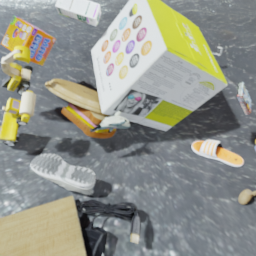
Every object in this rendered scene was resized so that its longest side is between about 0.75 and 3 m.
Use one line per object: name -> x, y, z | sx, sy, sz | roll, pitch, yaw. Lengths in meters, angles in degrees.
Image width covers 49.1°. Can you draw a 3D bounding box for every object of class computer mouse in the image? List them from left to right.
computer mouse -> -0.634, 2.812, 6.467 | 1.838, 0.602, 2.617 | -5, 33, 17

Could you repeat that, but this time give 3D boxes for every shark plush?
shark plush -> -0.475, -0.025, 7.776 | 1.128, 0.470, 0.513 | -24, 46, -22

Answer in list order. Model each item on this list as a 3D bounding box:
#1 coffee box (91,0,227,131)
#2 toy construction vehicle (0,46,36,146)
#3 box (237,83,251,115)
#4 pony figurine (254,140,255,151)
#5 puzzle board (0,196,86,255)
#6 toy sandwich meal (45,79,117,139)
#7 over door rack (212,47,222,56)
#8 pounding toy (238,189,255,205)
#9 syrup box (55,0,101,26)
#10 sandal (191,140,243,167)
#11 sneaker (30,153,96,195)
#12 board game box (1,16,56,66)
coffee box -> 0.837, -1.940, 8.776 | 2.763, 2.732, 2.759 | 16, 47, -37
toy construction vehicle -> -3.458, -0.845, 8.281 | 0.950, 2.697, 2.348 | 12, 70, -29
box -> 3.247, -0.809, 7.824 | 0.155, 0.778, 0.532 | -11, 45, 36
pony figurine -> 4.810, 0.707, 8.333 | 1.824, 1.519, 1.761 | 21, 37, 40
puzzle board -> -2.500, 2.691, 6.443 | 2.838, 0.247, 2.139 | -16, 27, -12
toy sandwich meal -> -1.465, -0.671, 9.263 | 2.911, 0.997, 2.911 | 23, 12, -5
over door rack -> 2.826, -2.992, 12.291 | 1.525, 0.688, 2.065 | -34, 33, -30
pounding toy -> 4.046, 1.734, 7.247 | 2.053, 1.174, 1.178 | 9, 45, 8
syrup box -> -1.512, -3.650, 8.640 | 1.282, 0.505, 0.522 | 19, 86, -1
sandal -> 2.844, 0.683, 8.817 | 1.641, 0.470, 0.629 | 20, 48, 19
sneaker -> -1.857, 1.390, 7.830 | 2.051, 0.841, 0.766 | 20, 45, 20
board game box -> -3.281, -2.851, 9.251 | 1.034, 1.035, 1.034 | 35, 11, 22
